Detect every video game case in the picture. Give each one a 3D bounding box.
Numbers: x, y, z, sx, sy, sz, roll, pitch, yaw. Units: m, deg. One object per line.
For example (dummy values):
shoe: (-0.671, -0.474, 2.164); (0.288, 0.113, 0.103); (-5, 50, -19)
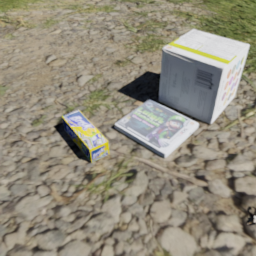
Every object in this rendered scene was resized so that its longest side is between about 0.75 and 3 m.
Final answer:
video game case: (1.291, -0.098, 12.750); (2.878, 0.336, 2.617); (30, 49, 30)

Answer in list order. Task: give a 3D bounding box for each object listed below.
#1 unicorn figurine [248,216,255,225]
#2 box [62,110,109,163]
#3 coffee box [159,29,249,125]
unicorn figurine: (4.554, 2.897, 9.204); (1.111, 0.410, 0.763); (14, 53, 8)
box: (-1.854, 0.297, 11.923); (0.894, 0.821, 2.552); (-24, 46, -26)
coffee box: (3.569, -2.588, 13.591); (2.982, 2.978, 2.949); (27, 48, 28)
